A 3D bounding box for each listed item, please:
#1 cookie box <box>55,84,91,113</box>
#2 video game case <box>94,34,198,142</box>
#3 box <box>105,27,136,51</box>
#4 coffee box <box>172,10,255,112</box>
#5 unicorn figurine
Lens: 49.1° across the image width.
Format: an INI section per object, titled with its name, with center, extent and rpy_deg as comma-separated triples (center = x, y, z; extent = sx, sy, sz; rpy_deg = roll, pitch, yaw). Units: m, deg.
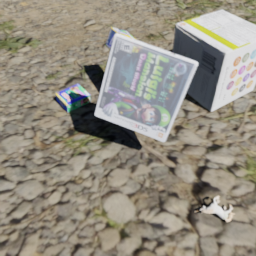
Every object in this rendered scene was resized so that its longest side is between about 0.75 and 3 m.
[cookie box]
center = -2.519, -1.372, 12.829
extent = 1.243, 0.467, 1.063
rpy_deg = -30, 54, -26
[video game case]
center = 0.437, -1.174, 8.952
extent = 2.617, 2.878, 0.336
rpy_deg = 21, 30, 4
[box]
center = 0.003, -3.194, 11.521
extent = 0.821, 0.894, 2.552
rpy_deg = 1, 37, -34
[coffee box]
center = 4.064, -3.153, 12.824
extent = 2.949, 2.978, 2.982
rpy_deg = -25, 50, -23
[unicorn figurine]
center = 2.809, 2.582, 8.906
extent = 1.111, 0.410, 0.763
rpy_deg = 27, 53, 23
